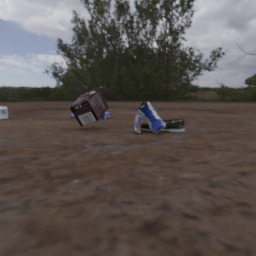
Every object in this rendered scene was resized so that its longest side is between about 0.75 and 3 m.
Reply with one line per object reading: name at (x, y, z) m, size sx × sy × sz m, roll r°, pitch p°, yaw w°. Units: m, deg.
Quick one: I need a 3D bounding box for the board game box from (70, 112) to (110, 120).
board game box at (-2.140, -0.721, 16.129) m, size 1.974 × 0.340 × 1.336 m, roll 1°, pitch 7°, yaw 10°

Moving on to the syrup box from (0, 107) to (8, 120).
syrup box at (-7.670, -0.841, 15.669) m, size 1.736 × 0.707 × 0.683 m, roll 1°, pitch 8°, yaw 19°

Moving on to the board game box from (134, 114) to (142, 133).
board game box at (0.355, -0.165, 10.217) m, size 0.152 × 0.595 × 0.880 m, roll 7°, pitch 8°, yaw -6°

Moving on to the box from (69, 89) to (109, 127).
box at (-1.523, -0.804, 11.065) m, size 0.953 × 0.943 × 1.149 m, roll -19°, pitch 23°, yaw 25°

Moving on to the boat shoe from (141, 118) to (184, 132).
boat shoe at (1.263, -0.134, 10.666) m, size 1.734 × 0.522 × 0.618 m, roll 1°, pitch 7°, yaw 9°

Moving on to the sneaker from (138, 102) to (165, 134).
sneaker at (0.746, -0.464, 10.166) m, size 0.817 × 0.572 × 1.415 m, roll 40°, pitch 18°, yaw -40°
